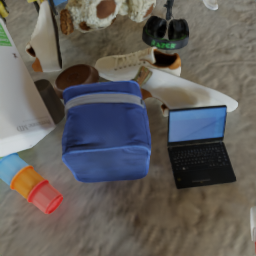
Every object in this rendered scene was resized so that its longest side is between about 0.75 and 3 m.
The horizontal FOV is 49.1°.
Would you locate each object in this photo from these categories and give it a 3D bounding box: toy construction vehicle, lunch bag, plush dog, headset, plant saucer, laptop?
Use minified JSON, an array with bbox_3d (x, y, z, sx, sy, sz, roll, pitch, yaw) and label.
[{"bbox_3d":[-3.400,-4.008,8.288,2.089,2.399,0.845,-17,52,-2],"label":"toy construction vehicle"},{"bbox_3d":[-0.400,0.127,5.716,1.583,2.330,1.541,-3,65,-2],"label":"lunch bag"},{"bbox_3d":[-0.920,-3.616,7.966,2.675,2.297,2.146,-29,89,-48],"label":"plush dog"},{"bbox_3d":[1.180,-3.111,8.470,1.359,1.034,2.201,9,41,5],"label":"headset"},{"bbox_3d":[-1.436,-1.305,7.540,1.331,0.229,1.331,-11,47,12],"label":"plant saucer"},{"bbox_3d":[1.680,0.412,6.321,1.427,0.832,1.610,-5,62,-7],"label":"laptop"}]

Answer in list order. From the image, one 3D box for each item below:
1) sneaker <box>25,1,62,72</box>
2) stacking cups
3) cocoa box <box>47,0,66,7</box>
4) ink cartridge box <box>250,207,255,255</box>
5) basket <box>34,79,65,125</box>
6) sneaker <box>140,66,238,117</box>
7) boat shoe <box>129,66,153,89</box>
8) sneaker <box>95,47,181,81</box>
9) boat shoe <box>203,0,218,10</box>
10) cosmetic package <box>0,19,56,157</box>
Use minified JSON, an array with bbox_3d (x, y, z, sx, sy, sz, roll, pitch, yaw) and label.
[{"bbox_3d":[-2.563,-2.697,8.186,0.979,0.842,2.312,-10,70,0],"label":"sneaker"},{"bbox_3d":[-2.472,0.886,6.128,2.478,0.750,0.750,32,63,12],"label":"stacking cups"},{"bbox_3d":[-2.280,-5.703,9.752,2.477,1.625,1.652,-36,65,-20],"label":"cocoa box"},{"bbox_3d":[2.991,1.924,4.745,1.632,0.355,1.416,2,14,20],"label":"ink cartridge box"},{"bbox_3d":[-1.975,-0.648,6.782,0.629,0.924,0.833,-7,45,8],"label":"basket"},{"bbox_3d":[1.486,-0.705,7.257,2.542,0.926,1.076,18,101,-2],"label":"sneaker"},{"bbox_3d":[0.159,-1.053,6.776,0.341,1.004,0.361,33,19,-16],"label":"boat shoe"},{"bbox_3d":[0.255,-1.859,7.720,2.409,1.020,0.877,3,60,3],"label":"sneaker"},{"bbox_3d":[2.851,-4.549,9.784,0.360,0.355,1.016,-13,59,-8],"label":"boat shoe"},{"bbox_3d":[-2.866,-0.820,5.691,1.467,1.157,2.726,-22,81,-55],"label":"cosmetic package"}]
